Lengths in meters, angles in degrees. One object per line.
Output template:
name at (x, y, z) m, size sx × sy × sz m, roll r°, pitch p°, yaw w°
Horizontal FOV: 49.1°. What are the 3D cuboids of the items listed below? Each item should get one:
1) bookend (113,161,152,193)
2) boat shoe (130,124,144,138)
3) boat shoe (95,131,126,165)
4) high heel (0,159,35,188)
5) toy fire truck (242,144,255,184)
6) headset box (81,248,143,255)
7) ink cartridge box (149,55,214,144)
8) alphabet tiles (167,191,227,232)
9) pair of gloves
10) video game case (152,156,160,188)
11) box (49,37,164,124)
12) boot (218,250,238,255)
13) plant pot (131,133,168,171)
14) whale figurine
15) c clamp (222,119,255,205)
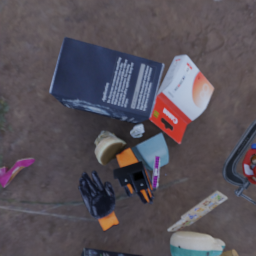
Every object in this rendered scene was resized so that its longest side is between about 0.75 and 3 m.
bookend at (0.118, 1.447, 7.703) m, size 0.846 × 0.390 × 0.841 m, roll -17°, pitch 119°, yaw 3°
boat shoe at (0.288, 0.144, 8.325) m, size 0.326 × 0.885 × 0.284 m, roll -20°, pitch 76°, yaw -18°
boat shoe at (-0.698, 0.561, 9.096) m, size 0.841 × 2.590 × 0.934 m, roll 39°, pitch 95°, yaw 7°
high heel at (-3.948, 1.590, 10.027) m, size 1.473 × 0.496 × 0.706 m, roll -20°, pitch 75°, yaw 3°
toy fire truck at (4.058, 1.021, 8.228) m, size 1.368 × 0.767 × 1.148 m, roll 0°, pitch 66°, yaw 8°
headset box at (-0.743, 4.963, 8.778) m, size 2.248 × 1.043 × 1.957 m, roll 17°, pitch 108°, yaw -18°
ink cartridge box at (1.855, -0.916, 9.515) m, size 1.962 × 0.606 × 2.419 m, roll 37°, pitch 69°, yaw -36°
alphabet tiles at (2.192, 2.706, 8.884) m, size 1.997 × 1.669 × 0.075 m, roll -40°, pitch 58°, yaw 10°
pair of gloves at (-0.338, 1.948, 8.974) m, size 2.291 × 0.283 × 2.041 m, roll -29°, pitch 95°, yaw -7°
video game case at (0.836, 1.290, 8.313) m, size 0.163 × 0.824 × 0.909 m, roll 5°, pitch 83°, yaw 8°
box at (-0.685, -1.291, 8.955) m, size 2.879 × 2.832 × 1.691 m, roll 14°, pitch 86°, yaw -4°
boot at (3.129, 5.002, 9.021) m, size 0.658 × 1.871 × 1.340 m, roll 31°, pitch 124°, yaw -24°
plant pot at (0.847, 0.912, 9.796) m, size 1.020 × 1.017 × 1.039 m, roll -26°, pitch 86°, yaw -12°
whale figurine at (2.285, 3.992, 9.094) m, size 2.092 × 1.665 × 1.086 m, roll 19°, pitch 71°, yaw -41°
c clamp at (4.160, 1.046, 9.285) m, size 2.406 × 0.381 × 2.817 m, roll 24°, pitch 99°, yaw -30°
